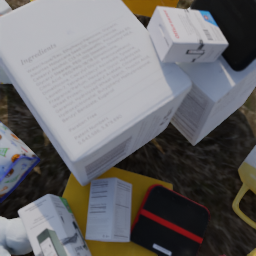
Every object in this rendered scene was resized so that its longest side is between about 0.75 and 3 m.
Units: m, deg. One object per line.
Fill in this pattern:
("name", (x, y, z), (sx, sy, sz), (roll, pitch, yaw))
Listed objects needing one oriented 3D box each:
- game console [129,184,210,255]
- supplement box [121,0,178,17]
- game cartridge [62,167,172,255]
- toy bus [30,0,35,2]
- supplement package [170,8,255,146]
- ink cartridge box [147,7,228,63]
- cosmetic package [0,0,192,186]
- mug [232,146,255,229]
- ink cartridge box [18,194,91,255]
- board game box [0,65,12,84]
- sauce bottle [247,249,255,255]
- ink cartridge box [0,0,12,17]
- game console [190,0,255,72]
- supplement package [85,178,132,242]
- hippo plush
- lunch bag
("game console", (0.886, 1.992, 5.795), (1.466, 0.228, 1.297), (27, 75, -2))
("supplement box", (0.290, -3.903, 7.478), (1.734, 1.168, 1.758), (3, 40, -20))
("game cartridge", (-0.446, 2.162, 6.018), (2.311, 0.425, 2.621), (16, 68, 6))
("toy bus", (-1.879, -3.111, 7.391), (2.064, 1.981, 1.400), (25, 72, 12))
("supplement package", (1.656, -1.151, 6.244), (1.833, 2.415, 1.819), (-38, 71, -11))
("ink cartridge box", (0.964, -1.523, 4.641), (1.093, 0.461, 0.798), (-6, 63, -25))
("cosmetic package", (-0.788, -0.808, 5.595), (2.378, 2.376, 2.882), (-34, 78, -16))
("mug", (3.111, 1.135, 5.932), (1.459, 1.423, 1.777), (38, 61, 23))
("ink cartridge box", (-1.265, 2.106, 5.199), (0.648, 1.125, 1.541), (-29, 72, -5))
("board game box", (-3.036, -1.811, 7.158), (0.763, 0.749, 1.454), (-1, 39, -4))
("sauce bottle", (1.928, 2.879, 4.720), (2.786, 0.901, 0.901), (-31, 70, -13))
("ink cartridge box", (-3.930, -2.954, 7.853), (1.367, 0.993, 0.989), (-40, 72, -15))
("game console", (2.141, -2.025, 4.782), (0.972, 1.469, 1.670), (-9, 62, -36))
("supplement package", (-0.363, 1.635, 5.563), (0.622, 0.646, 1.135), (-13, 61, 30))
("hippo plush", (-2.527, 2.657, 5.428), (2.081, 1.657, 1.673), (2, 37, -12))
("lunch bag", (-3.190, 0.869, 6.184), (1.511, 1.101, 1.778), (41, 88, 13))
